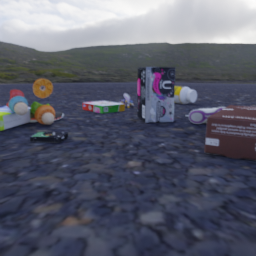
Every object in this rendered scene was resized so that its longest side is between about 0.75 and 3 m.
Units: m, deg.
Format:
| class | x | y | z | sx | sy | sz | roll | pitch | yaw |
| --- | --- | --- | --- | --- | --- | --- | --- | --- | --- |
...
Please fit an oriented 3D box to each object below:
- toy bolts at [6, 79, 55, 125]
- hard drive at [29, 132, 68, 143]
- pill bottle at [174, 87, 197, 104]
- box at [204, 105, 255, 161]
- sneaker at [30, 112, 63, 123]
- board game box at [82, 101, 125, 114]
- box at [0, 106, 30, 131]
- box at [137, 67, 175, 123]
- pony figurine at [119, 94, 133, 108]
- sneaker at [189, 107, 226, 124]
| class | x | y | z | sx | sy | sz | roll | pitch | yaw |
| --- | --- | --- | --- | --- | --- | --- | --- | --- | --- |
| toy bolts | -3.260 | -0.887 | 9.734 | 1.631 | 1.558 | 1.131 | 3 | 23 | -37 |
| hard drive | -2.232 | 0.261 | 7.934 | 0.900 | 0.170 | 0.629 | 2 | 11 | 5 |
| pill bottle | 3.177 | -1.975 | 16.900 | 1.020 | 1.020 | 1.821 | -10 | 16 | -41 |
| box | 2.965 | 0.015 | 7.239 | 1.298 | 0.971 | 2.592 | 7 | 15 | 29 |
| sneaker | -3.254 | -0.576 | 10.953 | 1.481 | 0.607 | 0.571 | -7 | 12 | -30 |
| board game box | -1.241 | -1.051 | 13.970 | 1.361 | 0.359 | 1.778 | -9 | 15 | -38 |
| box | -4.570 | -0.334 | 9.808 | 1.413 | 0.552 | 2.317 | 5 | 13 | 18 |
| box | 1.081 | -1.316 | 10.927 | 1.184 | 2.064 | 1.364 | -3 | 12 | -11 |
| pony figurine | -0.084 | -1.401 | 15.297 | 0.841 | 0.725 | 0.871 | 35 | 15 | 8 |
| sneaker | 3.226 | -0.481 | 10.301 | 1.843 | 0.690 | 0.918 | 6 | 13 | 29 |
